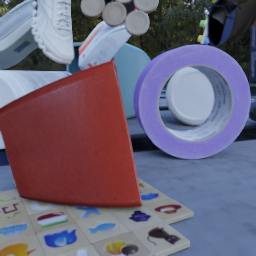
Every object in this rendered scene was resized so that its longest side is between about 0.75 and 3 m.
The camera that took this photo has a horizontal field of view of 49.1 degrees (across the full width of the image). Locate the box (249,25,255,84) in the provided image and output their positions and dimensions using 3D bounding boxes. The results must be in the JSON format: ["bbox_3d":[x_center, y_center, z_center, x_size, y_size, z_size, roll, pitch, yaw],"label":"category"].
[{"bbox_3d":[4.033,-2.078,7.204,0.925,1.777,1.618,-2,7,-12],"label":"box"}]

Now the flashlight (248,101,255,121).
[{"bbox_3d":[4.128,-0.341,7.661,0.932,0.929,2.743,-29,9,2],"label":"flashlight"}]

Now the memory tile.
[{"bbox_3d":[0.007,-2.076,3.969,1.066,1.391,0.117,23,0,8],"label":"memory tile"}]

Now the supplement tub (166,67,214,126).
[{"bbox_3d":[2.328,-1.142,9.238,1.815,1.815,2.587,4,11,18],"label":"supplement tub"}]

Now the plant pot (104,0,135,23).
[{"bbox_3d":[-0.275,-2.830,6.319,0.727,0.819,0.817,22,9,-46],"label":"plant pot"}]

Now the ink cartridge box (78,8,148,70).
[{"bbox_3d":[-0.348,-2.505,6.929,0.593,2.364,1.917,32,18,-23],"label":"ink cartridge box"}]

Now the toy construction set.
[{"bbox_3d":[2.632,-3.421,7.786,0.945,2.052,1.346,31,60,7],"label":"toy construction set"}]

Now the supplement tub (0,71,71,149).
[{"bbox_3d":[-2.199,-0.526,6.613,1.624,1.624,2.462,5,11,24],"label":"supplement tub"}]

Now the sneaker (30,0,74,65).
[{"bbox_3d":[-1.166,-1.808,4.432,0.664,1.639,0.616,-21,-8,35],"label":"sneaker"}]

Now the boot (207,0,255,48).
[{"bbox_3d":[2.138,-2.403,5.314,1.030,0.794,2.125,-38,-24,-9],"label":"boot"}]

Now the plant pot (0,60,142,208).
[{"bbox_3d":[-0.687,0.100,3.608,1.399,1.586,1.588,-12,11,0],"label":"plant pot"}]

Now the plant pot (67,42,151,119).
[{"bbox_3d":[-0.457,-1.709,10.503,2.619,2.626,2.675,10,11,43],"label":"plant pot"}]

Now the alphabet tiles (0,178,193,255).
[{"bbox_3d":[-0.537,0.909,3.270,1.997,0.076,2.400,-6,12,-29],"label":"alphabet tiles"}]

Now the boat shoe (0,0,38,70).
[{"bbox_3d":[-2.610,-1.999,6.122,2.361,0.841,0.824,-23,-12,21],"label":"boat shoe"}]

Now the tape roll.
[{"bbox_3d":[1.150,-0.496,5.333,2.038,2.038,0.866,-1,11,-4],"label":"tape roll"}]
